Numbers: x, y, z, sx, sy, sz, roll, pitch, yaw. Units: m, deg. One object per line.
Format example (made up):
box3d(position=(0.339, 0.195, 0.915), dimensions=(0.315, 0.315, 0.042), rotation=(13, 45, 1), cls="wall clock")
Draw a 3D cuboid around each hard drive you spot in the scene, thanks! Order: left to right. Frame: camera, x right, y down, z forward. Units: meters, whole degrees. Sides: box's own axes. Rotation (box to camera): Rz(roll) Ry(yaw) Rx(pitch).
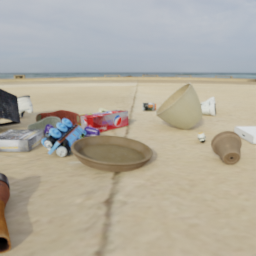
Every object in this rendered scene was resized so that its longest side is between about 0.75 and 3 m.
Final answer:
box3d(position=(5.950, 0.267, 11.199), dimensions=(2.733, 0.365, 1.803), rotation=(-1, 12, -1), cls="hard drive")

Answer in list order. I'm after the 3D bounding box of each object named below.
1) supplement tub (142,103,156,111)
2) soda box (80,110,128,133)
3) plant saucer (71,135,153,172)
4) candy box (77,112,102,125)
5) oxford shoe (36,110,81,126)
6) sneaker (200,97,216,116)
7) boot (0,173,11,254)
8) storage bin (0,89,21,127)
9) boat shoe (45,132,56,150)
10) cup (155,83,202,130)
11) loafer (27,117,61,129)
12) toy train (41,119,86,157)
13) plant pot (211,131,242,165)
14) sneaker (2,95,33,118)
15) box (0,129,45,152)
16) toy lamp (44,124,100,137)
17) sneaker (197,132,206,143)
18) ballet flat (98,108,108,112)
box3d(position=(1.364, -1.356, 18.213), dimensions=(0.895, 0.548, 0.548), rotation=(1, 12, 1), cls="supplement tub")
box3d(position=(-1.021, -0.313, 12.920), dimensions=(0.830, 0.751, 2.370), rotation=(9, 16, 40), cls="soda box")
box3d(position=(-0.488, 0.751, 8.498), dimensions=(2.465, 0.363, 2.465), rotation=(5, 15, -1), cls="plant saucer")
box3d(position=(-1.982, -0.523, 14.909), dimensions=(1.269, 0.328, 2.483), rotation=(12, 17, 34), cls="candy box")
box3d(position=(-3.315, -0.526, 13.796), dimensions=(2.333, 0.822, 0.873), rotation=(3, 10, 14), cls="oxford shoe")
box3d(position=(4.876, -1.326, 17.349), dimensions=(1.076, 0.997, 2.654), rotation=(-5, 9, 18), cls="sneaker")
box3d(position=(-3.171, 1.615, 4.887), dimensions=(2.104, 0.765, 2.235), rotation=(3, 17, -23), cls="boot")
box3d(position=(-5.937, -0.787, 11.731), dimensions=(1.879, 1.303, 2.779), rotation=(-9, -4, 0), cls="storage bin")
box3d(position=(-2.842, 0.382, 10.194), dimensions=(0.439, 0.563, 1.240), rotation=(-6, 14, -26), cls="boat shoe")
box3d(position=(2.480, -0.793, 12.718), dimensions=(2.088, 1.493, 2.088), rotation=(-42, 8, 7), cls="cup")
box3d(position=(-3.562, -0.109, 12.034), dimensions=(1.471, 0.553, 0.512), rotation=(-13, -6, 2), cls="loafer")
box3d(position=(-2.137, 0.350, 9.434), dimensions=(0.999, 0.758, 1.749), rotation=(40, 24, -5), cls="toy train")
box3d(position=(2.989, 0.660, 8.358), dimensions=(0.893, 0.893, 0.779), rotation=(1, 34, 5), cls="plant pot")
box3d(position=(-6.522, -0.971, 15.652), dimensions=(2.570, 1.119, 0.958), rotation=(-17, 11, 12), cls="sneaker")
box3d(position=(-4.015, 0.435, 10.251), dimensions=(1.407, 0.429, 1.777), rotation=(0, 12, 1), cls="box")
box3d(position=(-2.162, 0.201, 10.930), dimensions=(2.144, 0.624, 0.624), rotation=(3, 13, 15), cls="toy lamp")
box3d(position=(2.807, 0.426, 10.703), dimensions=(0.315, 0.365, 0.832), rotation=(-14, -16, 20), cls="sneaker")
box3d(position=(-1.390, -0.859, 16.275), dimensions=(1.377, 0.478, 0.478), rotation=(11, 17, 41), cls="ballet flat")
